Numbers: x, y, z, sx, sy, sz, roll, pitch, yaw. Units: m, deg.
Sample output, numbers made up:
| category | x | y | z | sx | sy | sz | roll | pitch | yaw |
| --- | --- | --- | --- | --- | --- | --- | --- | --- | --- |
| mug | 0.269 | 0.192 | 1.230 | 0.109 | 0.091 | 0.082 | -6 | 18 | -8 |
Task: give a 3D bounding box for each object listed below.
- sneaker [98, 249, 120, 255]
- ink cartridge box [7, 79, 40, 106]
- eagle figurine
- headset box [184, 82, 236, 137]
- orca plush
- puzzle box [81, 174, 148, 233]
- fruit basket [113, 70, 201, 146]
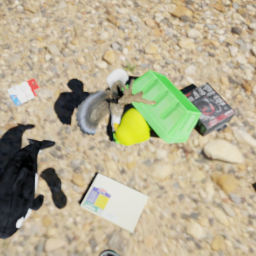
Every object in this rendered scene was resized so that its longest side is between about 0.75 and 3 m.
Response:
| category | x | y | z | sx | sy | sz | roll | pitch | yaw |
| --- | --- | --- | --- | --- | --- | --- | --- | --- | --- |
| sneaker | -0.166 | 2.653 | 4.590 | 0.608 | 0.878 | 1.455 | -25 | 55 | -9 |
| ink cartridge box | -4.314 | -1.506 | 11.702 | 1.185 | 0.398 | 0.688 | -29 | 65 | -15 |
| eagle figurine | -0.483 | -0.564 | 8.237 | 1.540 | 2.029 | 1.531 | 41 | 56 | -19 |
| headset box | 3.111 | -0.665 | 11.044 | 1.435 | 0.724 | 1.931 | -29 | 65 | -15 |
| orca plush | -2.268 | 1.136 | 6.321 | 1.329 | 0.898 | 2.526 | 38 | 44 | -12 |
| puzzle box | -0.463 | 2.522 | 9.545 | 1.950 | 0.248 | 1.297 | 23 | 64 | 13 |
| fruit basket | 0.813 | -0.362 | 10.511 | 2.989 | 2.156 | 2.989 | -1 | 89 | 35 |
